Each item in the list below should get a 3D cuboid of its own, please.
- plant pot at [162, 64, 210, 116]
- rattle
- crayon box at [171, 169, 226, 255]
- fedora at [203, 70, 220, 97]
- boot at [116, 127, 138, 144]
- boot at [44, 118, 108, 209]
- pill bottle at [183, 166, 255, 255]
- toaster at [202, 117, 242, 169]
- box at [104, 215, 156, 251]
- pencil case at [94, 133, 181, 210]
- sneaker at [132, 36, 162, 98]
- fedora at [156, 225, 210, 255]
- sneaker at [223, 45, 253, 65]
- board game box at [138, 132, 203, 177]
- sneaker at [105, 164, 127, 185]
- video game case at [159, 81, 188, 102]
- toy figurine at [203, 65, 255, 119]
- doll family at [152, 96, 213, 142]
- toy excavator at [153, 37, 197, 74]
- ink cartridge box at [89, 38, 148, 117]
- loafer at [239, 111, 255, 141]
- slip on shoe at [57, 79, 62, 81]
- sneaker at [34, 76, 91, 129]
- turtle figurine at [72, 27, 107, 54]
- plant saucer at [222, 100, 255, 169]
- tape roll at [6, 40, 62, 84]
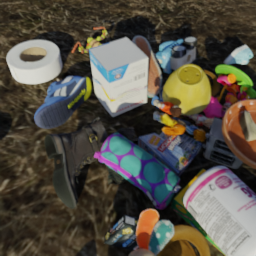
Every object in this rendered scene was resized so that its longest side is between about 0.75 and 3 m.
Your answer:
[{"bbox_3d":[2.080,-1.487,9.740,1.736,1.232,1.736,-2,63,4],"label":"plant pot"},{"bbox_3d":[0.017,3.307,5.673,1.849,2.029,2.840,5,62,-35],"label":"rattle"},{"bbox_3d":[2.641,2.485,8.031,1.450,0.711,2.442,-37,59,-27],"label":"crayon box"},{"bbox_3d":[2.850,-1.609,11.515,1.835,0.748,1.835,-3,54,4],"label":"fedora"},{"bbox_3d":[-0.012,0.323,10.186,0.785,0.272,0.683,-14,54,-9],"label":"boot"},{"bbox_3d":[-1.334,1.032,8.976,2.229,0.886,2.560,-13,90,-43],"label":"boot"},{"bbox_3d":[2.547,2.175,6.223,1.428,1.428,2.519,-25,49,-20],"label":"pill bottle"},{"bbox_3d":[3.320,0.527,9.301,1.530,1.383,0.908,20,56,17],"label":"toaster"},{"bbox_3d":[0.056,2.759,7.282,0.967,1.217,0.280,23,39,-18],"label":"box"},{"bbox_3d":[0.313,1.290,8.523,2.604,1.108,1.203,36,47,15],"label":"pencil case"},{"bbox_3d":[0.640,-2.483,12.151,1.026,1.148,2.874,-4,70,-23],"label":"sneaker"},{"bbox_3d":[1.120,3.304,6.970,1.980,1.980,0.807,-31,12,-24],"label":"fedora"},{"bbox_3d":[5.117,-3.194,12.758,1.844,0.682,0.756,-33,76,-29],"label":"sneaker"},{"bbox_3d":[1.360,0.643,9.656,1.843,0.569,1.844,30,53,22],"label":"board game box"},{"bbox_3d":[-0.557,1.454,9.127,0.593,0.395,1.035,-28,60,-30],"label":"sneaker"},{"bbox_3d":[1.904,-1.563,11.142,0.144,1.599,1.145,31,41,-33],"label":"video game case"},{"bbox_3d":[3.692,-1.039,10.682,1.863,2.024,1.519,-55,23,-4],"label":"toy figurine"},{"bbox_3d":[1.907,-0.112,9.749,2.588,1.166,1.606,14,13,-32],"label":"doll family"},{"bbox_3d":[1.510,-3.203,12.754,2.597,1.297,2.525,26,54,37],"label":"toy excavator"},{"bbox_3d":[-0.348,-1.922,10.788,1.654,2.247,1.625,-23,52,-19],"label":"ink cartridge box"},{"bbox_3d":[3.648,-0.048,8.431,0.374,0.414,1.094,8,54,-3],"label":"loafer"},{"bbox_3d":[-2.873,-1.873,12.057,0.231,0.290,0.763,-22,45,-9],"label":"slip on shoe"},{"bbox_3d":[-2.670,-1.062,10.895,1.212,1.090,2.947,21,47,22],"label":"sneaker"},{"bbox_3d":[-1.607,-3.884,13.524,2.032,0.654,1.639,-38,58,-6],"label":"turtle figurine"},{"bbox_3d":[4.080,0.238,8.440,2.575,0.416,2.575,4,54,-5],"label":"plant saucer"},{"bbox_3d":[-4.203,-2.995,12.649,2.325,0.813,2.325,0,50,0],"label":"tape roll"}]
